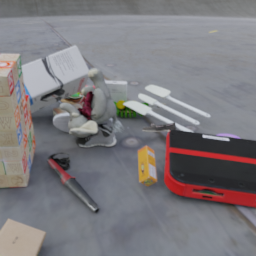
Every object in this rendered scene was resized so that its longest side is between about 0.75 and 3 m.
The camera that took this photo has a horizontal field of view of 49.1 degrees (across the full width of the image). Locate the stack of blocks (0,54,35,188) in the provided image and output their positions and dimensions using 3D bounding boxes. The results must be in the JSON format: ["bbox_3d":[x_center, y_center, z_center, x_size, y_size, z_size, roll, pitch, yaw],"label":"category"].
[{"bbox_3d":[-2.938,-0.221,6.763,0.869,2.968,1.709,-1,34,-9],"label":"stack of blocks"}]

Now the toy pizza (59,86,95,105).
[{"bbox_3d":[-1.777,-1.426,11.970,2.422,0.384,2.422,1,28,0],"label":"toy pizza"}]

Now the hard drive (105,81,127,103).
[{"bbox_3d":[-0.502,-1.223,10.717,0.901,1.365,0.182,2,50,1],"label":"hard drive"}]

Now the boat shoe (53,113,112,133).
[{"bbox_3d":[-1.559,-0.289,9.602,1.990,0.717,0.706,1,36,-20],"label":"boat shoe"}]

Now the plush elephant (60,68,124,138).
[{"bbox_3d":[-1.277,-0.429,8.557,1.611,2.081,1.714,-29,2,-22],"label":"plush elephant"}]

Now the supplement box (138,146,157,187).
[{"bbox_3d":[0.470,0.945,6.998,0.326,0.337,0.978,-33,36,30],"label":"supplement box"}]

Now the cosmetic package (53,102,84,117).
[{"bbox_3d":[-1.990,-0.482,10.135,1.277,0.557,0.660,-16,30,-29],"label":"cosmetic package"}]

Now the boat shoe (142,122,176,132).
[{"bbox_3d":[0.997,-0.028,8.982,1.091,0.311,0.365,0,-2,-5],"label":"boat shoe"}]

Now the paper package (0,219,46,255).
[{"bbox_3d":[-1.976,2.144,4.948,0.781,0.424,0.820,21,25,-5],"label":"paper package"}]

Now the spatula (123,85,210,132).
[{"bbox_3d":[1.438,-0.706,9.910,2.711,0.218,1.885,28,41,25],"label":"spatula"}]

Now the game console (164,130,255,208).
[{"bbox_3d":[2.338,0.939,7.220,2.748,0.427,2.430,8,31,4],"label":"game console"}]

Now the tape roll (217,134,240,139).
[{"bbox_3d":[3.008,0.516,8.483,0.910,0.299,0.910,0,28,0],"label":"tape roll"}]

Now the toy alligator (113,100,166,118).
[{"bbox_3d":[0.295,-0.657,10.453,2.215,0.601,0.657,4,-5,6],"label":"toy alligator"}]

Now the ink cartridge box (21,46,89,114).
[{"bbox_3d":[-2.913,-1.581,10.007,2.774,1.161,2.012,-27,-2,-19],"label":"ink cartridge box"}]

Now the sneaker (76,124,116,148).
[{"bbox_3d":[-1.003,0.193,8.588,1.255,0.725,0.471,-2,35,-2],"label":"sneaker"}]

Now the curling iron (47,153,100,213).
[{"bbox_3d":[-1.382,1.266,6.998,0.621,0.320,2.505,-16,31,-29],"label":"curling iron"}]
